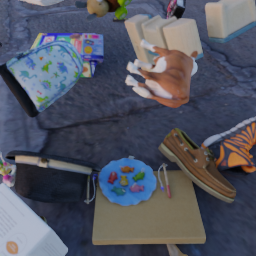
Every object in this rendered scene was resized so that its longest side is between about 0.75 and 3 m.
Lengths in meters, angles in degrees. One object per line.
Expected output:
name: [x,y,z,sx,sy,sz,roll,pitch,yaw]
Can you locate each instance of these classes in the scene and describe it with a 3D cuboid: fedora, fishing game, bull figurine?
fedora: [-1.810,1.216,6.669,2.261,2.261,1.033,8,78,8]
fishing game: [-0.010,1.240,6.960,2.088,0.325,1.495,-1,40,-1]
bull figurine: [0.639,-0.977,4.733,1.147,0.615,1.889,18,32,2]

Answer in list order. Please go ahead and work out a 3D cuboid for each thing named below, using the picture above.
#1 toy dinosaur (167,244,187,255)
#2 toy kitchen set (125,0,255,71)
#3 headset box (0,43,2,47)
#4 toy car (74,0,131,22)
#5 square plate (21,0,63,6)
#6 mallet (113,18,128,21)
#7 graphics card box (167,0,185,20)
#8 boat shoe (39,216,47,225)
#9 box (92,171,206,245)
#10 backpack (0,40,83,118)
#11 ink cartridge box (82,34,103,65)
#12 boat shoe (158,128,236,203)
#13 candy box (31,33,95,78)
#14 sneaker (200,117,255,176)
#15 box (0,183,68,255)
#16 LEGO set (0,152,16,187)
toy dinosaur: [1.049,2.758,5.706,1.268,0.721,2.388,5,30,-35]
toy kitchen set: [1.591,-2.415,7.381,2.164,1.591,2.701,-31,32,-10]
headset box: [-3.142,-1.345,5.627,1.249,0.468,0.928,-14,37,56]
toy car: [-1.056,-4.728,10.516,1.777,1.402,1.460,-35,82,-20]
square plate: [-1.802,-3.615,7.210,2.013,0.289,2.032,-36,43,-22]
mallet: [0.137,-5.593,14.409,1.830,0.377,0.603,11,45,16]
graphics card box: [1.590,-4.023,9.334,0.330,0.814,1.298,14,55,-11]
boat shoe: [-1.885,2.403,6.182,0.321,0.284,0.876,-23,49,11]
box: [0.419,1.813,6.657,2.414,0.257,1.973,0,37,-1]
backpack: [-1.849,-1.250,6.407,1.730,1.411,1.330,-34,13,-18]
ink cartridge box: [-0.983,-2.154,7.824,0.580,0.325,0.850,-1,87,-8]
boat shoe: [1.809,0.861,7.152,2.394,0.814,0.861,40,12,32]
candy box: [-2.544,-2.953,11.217,2.423,0.933,2.049,0,45,2]
sneaker: [3.254,0.599,7.748,2.271,0.881,1.272,-25,53,-10]
box: [-2.647,2.573,5.093,1.571,1.231,2.526,31,60,28]
LEGO set: [-3.982,0.951,7.279,2.213,0.824,1.018,-1,44,-1]
